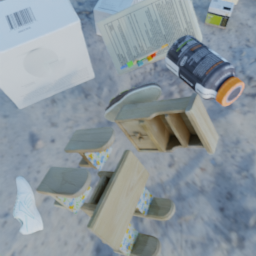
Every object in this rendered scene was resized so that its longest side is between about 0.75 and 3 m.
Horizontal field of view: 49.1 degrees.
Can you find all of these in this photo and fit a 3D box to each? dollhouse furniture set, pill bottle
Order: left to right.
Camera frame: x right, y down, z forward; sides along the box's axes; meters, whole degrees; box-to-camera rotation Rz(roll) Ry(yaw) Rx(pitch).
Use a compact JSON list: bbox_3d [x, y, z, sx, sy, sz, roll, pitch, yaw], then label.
[{"bbox_3d":[0.333,0.860,5.472,1.920,2.533,2.890,-4,46,39],"label":"dollhouse furniture set"},{"bbox_3d":[1.550,-1.133,5.676,0.850,0.850,1.601,-31,58,-15],"label":"pill bottle"}]

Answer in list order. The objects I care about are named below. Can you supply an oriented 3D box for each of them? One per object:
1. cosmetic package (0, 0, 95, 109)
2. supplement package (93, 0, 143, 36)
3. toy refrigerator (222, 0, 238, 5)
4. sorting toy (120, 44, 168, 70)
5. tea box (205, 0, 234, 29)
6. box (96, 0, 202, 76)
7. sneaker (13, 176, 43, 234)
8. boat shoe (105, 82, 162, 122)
[{"bbox_3d":[-1.959,-1.651,6.025,1.977,1.983,1.219,-24,69,-8],"label":"cosmetic package"},{"bbox_3d":[-0.316,-4.823,11.211,1.298,1.250,2.283,18,64,9],"label":"supplement package"},{"bbox_3d":[4.250,-6.663,12.357,0.879,0.954,2.512,-2,63,-1],"label":"toy refrigerator"},{"bbox_3d":[0.348,-1.342,5.415,1.068,0.602,0.146,-29,97,-11],"label":"sorting toy"},{"bbox_3d":[3.669,-4.602,11.311,0.892,0.877,0.596,19,64,10],"label":"tea box"},{"bbox_3d":[0.657,-2.775,7.950,2.504,1.601,1.364,-16,21,21],"label":"box"},{"bbox_3d":[-2.452,1.810,6.587,0.557,0.489,1.390,-16,79,-27],"label":"sneaker"},{"bbox_3d":[0.093,-0.716,6.904,0.631,1.756,0.523,31,48,-31],"label":"boat shoe"}]
